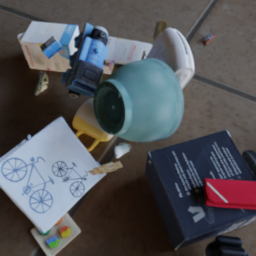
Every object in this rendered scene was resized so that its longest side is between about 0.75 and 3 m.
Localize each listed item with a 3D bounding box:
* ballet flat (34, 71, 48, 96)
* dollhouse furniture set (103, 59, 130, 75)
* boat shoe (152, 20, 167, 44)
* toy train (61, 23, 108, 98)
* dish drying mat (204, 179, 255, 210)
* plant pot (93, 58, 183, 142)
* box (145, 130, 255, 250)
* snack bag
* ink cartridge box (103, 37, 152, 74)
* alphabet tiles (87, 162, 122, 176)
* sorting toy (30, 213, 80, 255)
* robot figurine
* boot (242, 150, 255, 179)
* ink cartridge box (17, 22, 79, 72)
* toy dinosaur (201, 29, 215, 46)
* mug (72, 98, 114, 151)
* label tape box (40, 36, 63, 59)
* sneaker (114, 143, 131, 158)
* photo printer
[{"bbox_3d":[-3.601,-1.865,11.710,0.470,0.470,1.307,-1,56,-1],"label":"ballet flat"},{"bbox_3d":[-0.292,-1.831,9.968,1.585,1.352,0.774,6,39,-21],"label":"dollhouse furniture set"},{"bbox_3d":[1.199,-3.638,11.188,0.455,1.261,0.410,3,13,-39],"label":"boat shoe"},{"bbox_3d":[-1.494,-2.478,10.368,1.230,1.621,2.838,22,80,-30],"label":"toy train"},{"bbox_3d":[2.982,1.745,7.366,1.944,0.177,0.747,4,60,-1],"label":"dish drying mat"},{"bbox_3d":[0.075,-0.706,8.446,1.766,2.636,2.636,-15,53,-37],"label":"plant pot"},{"bbox_3d":[2.186,1.795,8.349,2.660,1.562,2.616,-14,59,-11],"label":"box"},{"bbox_3d":[-2.277,1.284,8.290,2.638,0.282,2.487,-42,105,-23],"label":"snack bag"},{"bbox_3d":[-0.334,-3.063,12.195,2.540,0.855,1.488,12,64,9],"label":"ink cartridge box"},{"bbox_3d":[-0.569,1.035,7.060,0.810,0.974,0.031,-16,72,-1],"label":"alphabet tiles"},{"bbox_3d":[-2.166,3.064,8.334,1.141,0.208,1.056,-36,62,-23],"label":"sorting toy"},{"bbox_3d":[2.427,3.593,6.989,1.143,1.832,1.376,22,27,40],"label":"robot figurine"},{"bbox_3d":[5.218,1.200,9.308,2.265,0.743,1.867,-22,67,-11],"label":"boot"},{"bbox_3d":[-3.413,-3.536,12.201,2.348,1.509,1.471,8,55,5],"label":"ink cartridge box"},{"bbox_3d":[3.951,-4.350,13.626,0.738,0.427,0.813,-8,88,-17],"label":"toy dinosaur"},{"bbox_3d":[-1.139,-0.059,10.143,1.326,1.615,1.293,33,28,11],"label":"mug"},{"bbox_3d":[-2.805,-2.924,10.173,0.662,0.306,0.924,-39,40,1],"label":"label tape box"},{"bbox_3d":[-0.176,0.666,8.618,0.365,0.321,0.911,-3,17,18],"label":"sneaker"},{"bbox_3d":[1.301,-2.054,9.877,0.865,2.490,2.072,3,55,-25],"label":"photo printer"}]
